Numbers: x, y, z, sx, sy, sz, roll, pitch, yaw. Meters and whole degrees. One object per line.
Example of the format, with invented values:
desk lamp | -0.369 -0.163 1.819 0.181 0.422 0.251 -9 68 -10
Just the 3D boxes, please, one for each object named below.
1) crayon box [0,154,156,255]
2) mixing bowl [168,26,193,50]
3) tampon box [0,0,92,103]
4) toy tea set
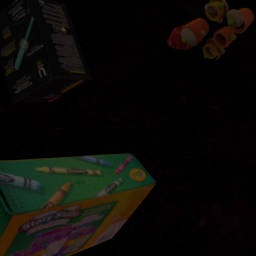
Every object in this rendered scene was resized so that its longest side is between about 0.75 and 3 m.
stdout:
crayon box | -1.004 1.332 4.513 2.853 1.694 0.831 4 38 -51
mixing bowl | 2.102 -3.583 10.912 1.061 0.574 1.061 1 46 -1
tampon box | -2.394 -2.063 7.666 1.743 2.325 1.468 -21 -4 30
toy tea set | 2.651 -3.077 8.962 1.016 2.746 1.633 -40 89 -14
